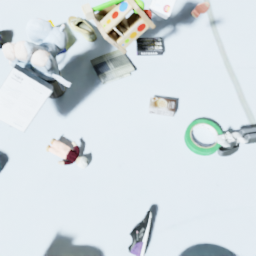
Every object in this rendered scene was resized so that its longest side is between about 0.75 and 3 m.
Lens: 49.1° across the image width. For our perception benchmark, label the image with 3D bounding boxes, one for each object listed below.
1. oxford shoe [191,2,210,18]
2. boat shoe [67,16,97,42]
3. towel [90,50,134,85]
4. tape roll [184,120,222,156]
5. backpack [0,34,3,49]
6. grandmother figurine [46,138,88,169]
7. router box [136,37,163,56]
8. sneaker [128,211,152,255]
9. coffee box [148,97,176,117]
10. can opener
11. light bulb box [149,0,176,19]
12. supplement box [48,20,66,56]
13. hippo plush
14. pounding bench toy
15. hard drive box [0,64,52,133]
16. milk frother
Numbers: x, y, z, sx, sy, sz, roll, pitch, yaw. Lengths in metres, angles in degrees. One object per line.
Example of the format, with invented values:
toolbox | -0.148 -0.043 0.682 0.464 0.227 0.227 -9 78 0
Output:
oxford shoe | 2.488 -4.066 9.430 0.364 1.030 0.380 40 85 -15
boat shoe | -2.129 -4.656 12.803 0.678 0.584 1.857 -35 67 -17
towel | -0.667 -2.614 11.925 1.538 0.266 1.481 -23 61 -10
tape roll | 2.735 0.349 10.214 1.356 0.326 1.356 0 61 1
backpack | -6.058 -3.930 12.327 1.061 0.817 1.011 -11 51 -3
grandmother figurine | -2.081 0.920 9.860 1.568 0.475 0.951 29 86 12
router box | 0.927 -3.604 12.392 1.151 0.294 0.858 -1 61 0
sneaker | 0.354 3.171 8.583 0.604 0.523 1.380 11 62 12
coffee box | 1.305 -0.816 10.807 1.000 0.399 0.572 7 62 4
can opener | 4.233 0.407 10.046 2.415 0.802 0.636 -12 37 -11
light bulb box | 1.299 -4.600 9.831 0.784 1.256 1.245 22 107 -3
supplement box | -3.395 -3.903 12.282 0.777 0.772 1.418 -27 65 -14
hippo plush | -2.570 -2.574 8.886 2.251 1.793 1.810 24 78 -21
pounding bench toy | -0.315 -3.858 9.376 1.660 2.128 1.322 -38 63 19
hard drive box | -3.334 -0.897 8.645 1.663 1.296 0.639 -52 26 12
milk frother | -3.422 -2.120 10.838 1.525 1.590 1.690 -26 64 -12
